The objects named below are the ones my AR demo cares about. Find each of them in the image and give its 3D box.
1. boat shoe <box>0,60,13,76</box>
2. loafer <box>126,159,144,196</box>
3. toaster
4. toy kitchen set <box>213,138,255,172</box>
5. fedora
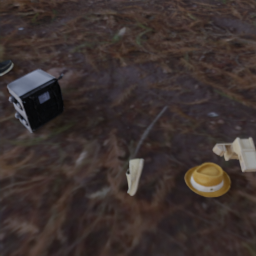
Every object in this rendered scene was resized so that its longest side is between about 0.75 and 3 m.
[{"bbox_3d":[-5.767,-2.516,11.947,0.643,0.605,1.791,34,53,30],"label":"boat shoe"},{"bbox_3d":[0.120,1.133,6.582,0.348,1.018,0.385,17,25,8],"label":"loafer"},{"bbox_3d":[-3.115,-1.004,9.760,1.056,1.609,1.779,33,54,28],"label":"toaster"},{"bbox_3d":[2.588,0.793,6.889,0.744,0.912,0.823,-1,60,-4],"label":"toy kitchen set"},{"bbox_3d":[2.285,1.372,8.003,1.286,0.524,1.286,-2,37,2],"label":"fedora"}]
